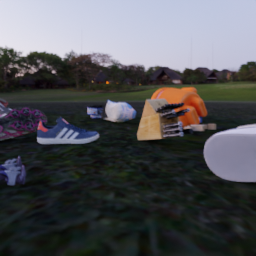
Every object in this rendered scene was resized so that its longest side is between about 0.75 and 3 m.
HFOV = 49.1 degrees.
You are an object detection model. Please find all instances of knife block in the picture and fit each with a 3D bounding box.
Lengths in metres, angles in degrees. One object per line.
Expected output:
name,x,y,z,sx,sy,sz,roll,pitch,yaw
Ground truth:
knife block,0.924,0.061,7.129,0.584,1.826,1.603,-5,43,-22

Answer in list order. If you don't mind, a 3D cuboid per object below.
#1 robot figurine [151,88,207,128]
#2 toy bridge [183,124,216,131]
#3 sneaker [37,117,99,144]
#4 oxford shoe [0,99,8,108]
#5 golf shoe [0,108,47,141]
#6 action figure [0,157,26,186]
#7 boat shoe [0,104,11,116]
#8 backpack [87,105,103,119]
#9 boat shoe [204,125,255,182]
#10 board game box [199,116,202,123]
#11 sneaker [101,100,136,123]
robot figurine,1.917,-0.852,11.299,1.478,1.823,2.534,11,6,-40
toy bridge,2.462,0.009,10.032,1.661,0.226,0.558,-6,7,-41
sneaker,-1.653,0.054,7.738,1.675,0.708,0.628,-1,7,-13
oxford shoe,-5.932,-0.513,11.459,1.029,1.092,2.920,24,14,2
golf shoe,-3.382,-0.078,8.035,2.015,0.731,0.928,-12,-10,-28
action figure,-2.070,0.690,4.032,1.065,0.370,0.693,-6,11,-32
boat shoe,-4.837,-0.539,10.448,2.132,0.713,0.608,37,41,16
backpack,-1.758,-0.890,15.176,0.919,0.743,0.965,7,3,-15
boat shoe,2.677,0.338,3.925,1.267,1.098,2.972,-20,11,-41
board game box,2.558,-0.505,13.661,1.343,0.343,1.983,-1,7,-9
sneaker,-0.561,-0.749,13.469,1.024,1.016,2.827,17,1,-26
